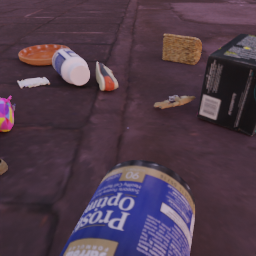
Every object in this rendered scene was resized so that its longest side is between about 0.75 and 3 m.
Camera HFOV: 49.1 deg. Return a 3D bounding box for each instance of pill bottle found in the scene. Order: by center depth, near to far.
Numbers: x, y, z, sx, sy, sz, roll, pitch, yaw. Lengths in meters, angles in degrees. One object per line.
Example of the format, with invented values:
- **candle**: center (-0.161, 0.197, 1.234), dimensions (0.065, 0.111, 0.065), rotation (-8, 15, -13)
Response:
- **pill bottle**: center (-0.094, 1.918, 3.654), dimensions (1.664, 1.664, 2.975), rotation (9, 33, 15)
- **pill bottle**: center (-2.212, -2.360, 10.978), dimensions (1.056, 1.056, 1.901), rotation (-16, 35, -24)

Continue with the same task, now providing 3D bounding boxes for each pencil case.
- **pencil case**: center (-4.415, -0.362, 7.932), dimensions (2.296, 1.015, 1.015), rotation (-4, 33, -6)

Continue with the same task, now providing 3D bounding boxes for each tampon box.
- **tampon box**: center (3.612, -1.446, 8.559), dimensions (1.742, 2.068, 2.760), rotation (23, 39, 28)

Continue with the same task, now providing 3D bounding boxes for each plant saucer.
- **plant saucer**: center (-3.959, -3.486, 13.403), dimensions (2.378, 0.384, 2.378), rotation (-1, 32, 0)

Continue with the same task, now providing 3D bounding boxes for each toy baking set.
- **toy baking set**: center (1.540, -0.921, 9.162), dimensions (1.555, 0.181, 1.194), rotation (-20, 17, -29)

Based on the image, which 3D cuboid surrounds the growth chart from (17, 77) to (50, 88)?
- **growth chart**: center (-3.694, -1.776, 10.955), dimensions (1.156, 0.102, 0.836), rotation (-13, 35, -20)

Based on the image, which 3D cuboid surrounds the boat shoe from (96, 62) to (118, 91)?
- **boat shoe**: center (-0.873, -2.002, 10.783), dimensions (0.600, 0.682, 1.916), rotation (-6, 35, -13)

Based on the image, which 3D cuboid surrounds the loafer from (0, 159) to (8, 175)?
- **loafer**: center (-3.201, 1.021, 6.320), dimensions (0.373, 0.331, 0.982), rotation (17, 36, 24)

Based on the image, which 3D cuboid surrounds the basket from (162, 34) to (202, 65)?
- **basket**: center (2.569, -3.820, 13.107), dimensions (1.685, 1.255, 1.203), rotation (15, 35, 24)
